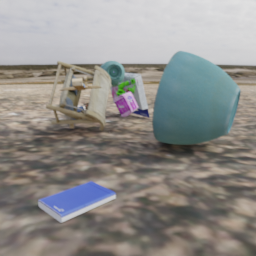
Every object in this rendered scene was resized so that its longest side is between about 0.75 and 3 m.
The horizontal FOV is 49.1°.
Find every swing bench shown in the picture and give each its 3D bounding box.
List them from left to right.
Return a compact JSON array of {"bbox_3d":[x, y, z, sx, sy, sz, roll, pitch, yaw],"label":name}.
[{"bbox_3d":[-1.814,-1.245,10.913,2.155,2.144,1.398,6,-26,-2],"label":"swing bench"}]

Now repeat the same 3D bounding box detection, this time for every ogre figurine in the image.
[{"bbox_3d":[-0.110,-1.509,12.278,0.777,1.296,0.636,8,34,2],"label":"ogre figurine"}]

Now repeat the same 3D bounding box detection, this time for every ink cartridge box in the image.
[{"bbox_3d":[-0.025,-1.607,13.951,0.494,2.281,2.239,-30,29,-32],"label":"ink cartridge box"}]

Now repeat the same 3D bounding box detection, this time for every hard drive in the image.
[{"bbox_3d":[-0.967,1.377,5.391,1.227,0.156,0.810,-13,18,-44],"label":"hard drive"}]

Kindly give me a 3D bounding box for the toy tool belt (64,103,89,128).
[{"bbox_3d":[-1.951,-0.455,11.544,1.258,0.773,0.786,-20,-18,-24],"label":"toy tool belt"}]

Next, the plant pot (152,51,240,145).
[{"bbox_3d":[2.273,-0.718,8.709,2.002,2.973,2.973,17,19,24],"label":"plant pot"}]

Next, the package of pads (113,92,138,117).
[{"bbox_3d":[-0.057,-0.959,11.302,0.513,0.816,1.355,-27,5,18],"label":"package of pads"}]

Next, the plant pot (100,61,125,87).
[{"bbox_3d":[-0.683,-2.436,12.459,1.204,1.204,0.806,-3,5,-11],"label":"plant pot"}]

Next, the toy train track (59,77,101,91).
[{"bbox_3d":[-1.603,-1.493,9.210,1.441,0.409,2.512,-5,6,-6],"label":"toy train track"}]
